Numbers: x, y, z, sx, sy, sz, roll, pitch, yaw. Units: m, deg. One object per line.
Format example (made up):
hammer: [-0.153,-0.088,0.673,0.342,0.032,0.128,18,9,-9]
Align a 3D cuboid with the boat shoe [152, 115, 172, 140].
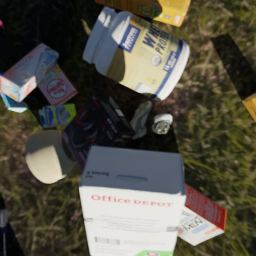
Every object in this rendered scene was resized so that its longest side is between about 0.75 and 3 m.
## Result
boat shoe: [0.958,-0.006,8.005,0.493,1.436,0.406,-2,74,-2]

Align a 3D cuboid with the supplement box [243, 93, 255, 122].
supplement box: [4.492,-0.129,8.577,0.748,0.724,2.176,-35,88,-2]

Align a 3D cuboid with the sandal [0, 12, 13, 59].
sandal: [-4.243,-3.146,8.891,0.733,0.440,1.951,-25,87,-1]

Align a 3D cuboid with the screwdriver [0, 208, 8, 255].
screwdriver: [-3.782,3.388,8.624,0.265,0.254,1.822,-7,88,-32]

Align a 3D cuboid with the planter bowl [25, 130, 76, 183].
planter bowl: [-1.968,0.683,7.869,1.008,1.497,1.497,-21,87,19]

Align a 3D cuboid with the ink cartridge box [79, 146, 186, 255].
ink cartridge box: [0.105,1.840,6.439,2.050,1.181,2.809,5,131,3]

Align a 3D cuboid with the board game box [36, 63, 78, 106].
board game box: [-2.312,-1.343,8.864,0.918,0.281,1.211,-37,87,-2]

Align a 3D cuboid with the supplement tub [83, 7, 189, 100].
supplement tub: [0.193,-2.057,7.826,2.524,1.822,1.822,25,87,-8]

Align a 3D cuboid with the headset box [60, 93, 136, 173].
headset box: [-0.852,0.199,7.105,1.774,0.665,1.319,-45,65,27]

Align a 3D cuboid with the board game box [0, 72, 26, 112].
board game box: [-3.625,-1.085,8.546,0.266,0.899,1.182,-27,88,-1]

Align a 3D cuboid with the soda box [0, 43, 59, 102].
soda box: [-2.355,-1.367,6.769,0.549,0.510,1.604,32,50,-3]

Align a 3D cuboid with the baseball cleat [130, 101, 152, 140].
baseball cleat: [0.419,-0.217,8.686,0.671,0.439,1.260,33,97,-35]

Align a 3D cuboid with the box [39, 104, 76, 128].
box: [-2.117,-0.362,8.484,1.052,0.251,0.642,-8,73,-21]

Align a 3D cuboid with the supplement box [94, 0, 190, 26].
supplement box: [0.428,-4.140,8.684,2.944,0.979,1.013,14,87,1]

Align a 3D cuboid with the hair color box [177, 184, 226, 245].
hair color box: [1.331,2.223,7.878,2.423,1.344,0.775,33,45,-4]
